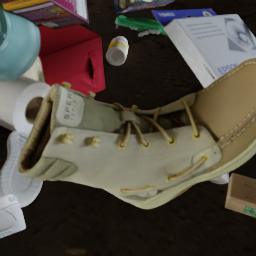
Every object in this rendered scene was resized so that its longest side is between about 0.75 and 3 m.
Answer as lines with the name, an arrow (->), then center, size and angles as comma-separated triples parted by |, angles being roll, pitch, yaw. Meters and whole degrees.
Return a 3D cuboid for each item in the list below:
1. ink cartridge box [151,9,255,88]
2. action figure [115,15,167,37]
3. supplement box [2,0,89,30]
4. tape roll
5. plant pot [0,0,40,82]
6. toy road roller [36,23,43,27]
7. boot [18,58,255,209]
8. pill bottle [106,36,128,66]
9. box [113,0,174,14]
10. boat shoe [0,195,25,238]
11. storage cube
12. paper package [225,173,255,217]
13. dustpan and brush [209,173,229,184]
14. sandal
ink cartridge box -> 2.354, -2.367, 7.476 | 2.732, 0.556, 2.738 | -21, 72, -36
action figure -> 0.710, -4.674, 12.947 | 2.446, 0.669, 1.445 | 13, 40, 4
supplement box -> -1.670, -2.722, 5.925 | 0.983, 0.763, 1.781 | -4, 5, 18
tape roll -> -2.810, -0.618, 7.456 | 1.026, 1.494, 1.494 | 22, 45, 24
plant pot -> -3.012, -2.021, 5.932 | 2.054, 2.054, 1.376 | -8, 9, -9
toy road roller -> -4.520, -4.976, 12.823 | 1.736, 1.267, 1.067 | -7, 40, -8
boot -> 0.194, -0.031, 3.342 | 2.221, 2.872, 1.035 | 22, 39, -32
pill bottle -> -0.381, -3.067, 10.955 | 0.743, 0.743, 1.338 | 4, 40, 5
box -> 0.311, -4.079, 7.579 | 0.436, 1.581, 2.314 | -7, 18, 43
boat shoe -> -2.926, 2.046, 4.841 | 2.346, 0.845, 0.804 | -27, 81, -16
storage cube -> -2.150, -2.005, 8.809 | 1.999, 1.901, 2.224 | -31, 49, -30
paper package -> 2.488, 1.418, 5.880 | 0.767, 0.397, 0.731 | 15, 44, 16
dustpan and brush -> 1.368, 0.402, 6.493 | 2.105, 0.602, 1.469 | 32, 39, -29
sandal -> -2.420, 0.950, 6.304 | 0.898, 0.542, 2.206 | 21, 31, -27
